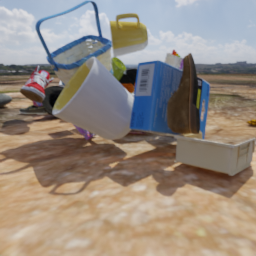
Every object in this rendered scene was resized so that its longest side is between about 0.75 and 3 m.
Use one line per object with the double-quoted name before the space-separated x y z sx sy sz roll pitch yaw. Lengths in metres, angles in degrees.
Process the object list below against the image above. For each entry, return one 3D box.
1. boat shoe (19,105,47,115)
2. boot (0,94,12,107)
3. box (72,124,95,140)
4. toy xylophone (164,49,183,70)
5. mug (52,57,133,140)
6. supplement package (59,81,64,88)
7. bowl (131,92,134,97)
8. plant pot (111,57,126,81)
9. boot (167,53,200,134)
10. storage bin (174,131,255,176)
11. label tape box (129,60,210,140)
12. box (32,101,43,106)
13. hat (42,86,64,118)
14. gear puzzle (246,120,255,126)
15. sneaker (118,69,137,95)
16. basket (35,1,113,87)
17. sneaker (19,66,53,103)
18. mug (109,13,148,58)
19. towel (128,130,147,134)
"boat shoe" -4.362 -0.857 12.930 1.409 0.421 0.503 2 14 10
"boot" -6.616 -1.203 13.803 2.274 0.908 2.501 6 8 17
"box" -1.389 -0.002 8.946 0.751 0.147 0.514 46 32 8
"toy xylophone" 1.570 -2.275 9.983 0.299 0.871 1.190 7 29 -19
"mug" -0.783 -0.750 8.009 1.928 1.881 2.349 35 21 -24
"supplement package" -2.842 -1.702 14.466 1.348 1.331 2.223 -3 14 -11
"bowl" 0.346 -1.077 9.948 0.785 0.353 0.785 1 2 0
"plant pot" -0.667 -2.185 10.987 1.046 1.086 1.086 -39 -7 29
"boot" 1.305 -0.849 6.751 0.765 2.027 0.746 -3 -15 26
"storage bin" 2.022 0.509 6.508 1.401 0.656 1.391 8 11 41
"label tape box" 1.284 -0.668 7.952 2.524 1.809 0.834 10 -4 -44
"box" -3.948 -1.336 13.449 1.410 0.703 0.673 -15 -1 41
"hat" -3.182 -0.997 12.446 0.753 1.867 1.867 -39 -13 36
"gear puzzle" 5.447 -0.098 10.042 1.192 0.301 2.302 -13 19 -43
"sneaker" -0.372 -1.745 12.502 2.945 1.115 1.355 -17 -6 -5
"basket" -1.625 -2.495 8.903 2.173 2.465 1.714 -35 46 -29
"sneaker" -3.574 -1.783 11.241 0.887 1.401 2.491 42 -13 -28
"mug" 0.030 -2.561 7.889 1.033 1.008 1.258 -6 8 -2
"towel" -0.122 -0.198 10.451 2.576 0.293 1.850 7 16 26
